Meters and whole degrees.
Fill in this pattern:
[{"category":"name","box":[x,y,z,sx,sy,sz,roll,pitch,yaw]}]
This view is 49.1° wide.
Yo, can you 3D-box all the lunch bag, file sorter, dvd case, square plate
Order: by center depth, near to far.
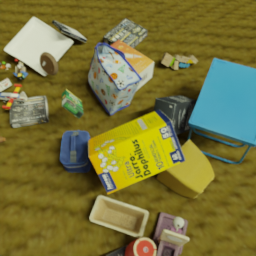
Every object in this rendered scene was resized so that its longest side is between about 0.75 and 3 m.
[{"category":"dvd case","box":[-0.328,3.917,7.620,1.313,0.105,0.976,-18,61,-23]},{"category":"lunch bag","box":[-1.678,0.708,9.178,0.923,0.899,1.359,-2,60,-1]},{"category":"file sorter","box":[3.298,-0.530,9.382,1.969,1.741,2.838,19,62,15]},{"category":"lunch bag","box":[-0.620,-1.790,9.981,1.233,1.693,1.991,-30,72,-31]},{"category":"square plate","box":[-3.630,-3.317,11.480,2.003,0.285,1.984,32,72,1]},{"category":"dvd case","box":[-2.479,-4.084,11.865,0.968,1.289,0.159,47,113,35]}]

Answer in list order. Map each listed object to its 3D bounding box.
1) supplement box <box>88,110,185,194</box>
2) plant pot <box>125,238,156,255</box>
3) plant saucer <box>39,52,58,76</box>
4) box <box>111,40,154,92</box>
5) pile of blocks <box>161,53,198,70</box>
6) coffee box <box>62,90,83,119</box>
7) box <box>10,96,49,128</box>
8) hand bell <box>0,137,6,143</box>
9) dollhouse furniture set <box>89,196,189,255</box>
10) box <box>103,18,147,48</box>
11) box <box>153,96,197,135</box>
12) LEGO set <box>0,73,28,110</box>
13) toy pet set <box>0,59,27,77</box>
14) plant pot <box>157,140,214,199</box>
[{"category":"supplement box","box":[0.186,0.627,7.899,2.334,1.270,1.278,-24,19,0]},{"category":"plant pot","box":[0.386,3.396,7.591,0.872,0.772,0.872,6,52,-7]},{"category":"plant saucer","box":[-3.056,-2.423,10.693,0.932,0.932,0.137,30,45,17]},{"category":"box","box":[-0.071,-2.445,11.028,1.841,0.897,1.145,37,64,20]},{"category":"pile of blocks","box":[2.060,-2.727,11.546,1.531,0.629,0.476,2,16,-9]},{"category":"coffee box","box":[-1.731,-0.757,8.670,0.242,0.676,1.099,-46,26,11]},{"category":"box","box":[-3.635,-0.597,10.275,1.316,0.318,1.043,-10,59,-8]},{"category":"hand bell","box":[-5.070,0.401,9.588,1.610,0.838,0.838,-2,59,-15]},{"category":"dollhouse furniture set","box":[0.149,2.849,7.279,2.801,1.988,2.219,16,61,9]},{"category":"box","box":[-0.116,-4.025,12.279,1.274,0.388,1.580,33,65,20]},{"category":"box","box":[1.518,-0.426,9.232,0.780,1.106,1.495,22,21,36]},{"category":"LEGO set","box":[-4.786,-1.195,10.329,2.392,0.587,1.787,-34,58,-13]},{"category":"toy pet set","box":[-4.446,-2.220,10.920,0.919,0.858,0.488,-7,79,18]},{"category":"plant pot","box":[1.841,1.413,8.623,1.300,1.271,1.263,42,68,15]}]
